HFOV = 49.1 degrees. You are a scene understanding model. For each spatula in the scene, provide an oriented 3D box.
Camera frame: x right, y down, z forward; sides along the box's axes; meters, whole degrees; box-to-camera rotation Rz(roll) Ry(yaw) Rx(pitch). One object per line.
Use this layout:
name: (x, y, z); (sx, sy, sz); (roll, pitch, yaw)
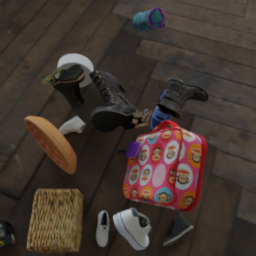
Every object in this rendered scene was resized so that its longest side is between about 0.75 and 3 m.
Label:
spatula: (-0.046, 0.795, 9.658); (0.196, 1.903, 0.538); (21, 75, -15)

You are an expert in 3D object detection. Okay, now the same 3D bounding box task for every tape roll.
tape roll: (-2.207, -2.345, 11.684); (1.497, 1.497, 0.523); (-2, 56, -1)

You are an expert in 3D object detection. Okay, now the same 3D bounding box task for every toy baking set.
toy baking set: (0.502, -0.330, 9.673); (0.781, 0.599, 0.091); (-8, 16, -17)

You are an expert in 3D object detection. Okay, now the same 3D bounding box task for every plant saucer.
plant saucer: (-2.522, 0.529, 9.400); (2.405, 2.405, 0.450); (39, 65, 20)

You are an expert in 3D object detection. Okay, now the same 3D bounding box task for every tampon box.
tampon box: (-4.189, 3.421, 8.741); (0.984, 0.738, 0.621); (-20, 61, -12)

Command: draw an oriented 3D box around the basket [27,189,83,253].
basket: (-2.164, 2.872, 8.658); (1.348, 1.292, 1.810); (-1, 64, 1)

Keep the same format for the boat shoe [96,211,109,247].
boat shoe: (-0.799, 3.172, 8.855); (0.394, 0.350, 1.071); (5, 60, -21)

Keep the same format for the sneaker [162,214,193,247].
sneaker: (1.467, 3.301, 9.047); (1.166, 0.436, 0.619); (-24, 56, -23)

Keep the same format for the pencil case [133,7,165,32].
pencil case: (0.817, -4.336, 11.300); (0.843, 0.776, 1.825); (-35, 24, -8)

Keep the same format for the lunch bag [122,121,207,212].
lunch bag: (1.007, 1.064, 8.592); (1.204, 2.940, 2.590); (17, 76, -25)

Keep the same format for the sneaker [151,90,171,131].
sneaker: (1.415, -0.766, 10.721); (0.768, 0.855, 2.078); (27, 93, 19)

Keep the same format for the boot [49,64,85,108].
boot: (-1.918, -1.449, 10.518); (0.893, 1.596, 2.307); (-47, 29, -20)

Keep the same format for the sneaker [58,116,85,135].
sneaker: (-2.180, 0.045, 10.950); (0.620, 0.395, 1.073); (38, 65, 23)

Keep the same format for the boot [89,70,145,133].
boot: (-0.788, -1.107, 10.203); (0.994, 2.872, 2.500); (-42, 67, 25)

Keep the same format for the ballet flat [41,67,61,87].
ballet flat: (-2.646, -1.789, 9.873); (0.892, 0.315, 0.315); (-40, 66, -3)

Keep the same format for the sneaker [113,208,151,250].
sneaker: (0.322, 2.984, 8.176); (0.757, 2.140, 0.781); (-25, 50, 6)

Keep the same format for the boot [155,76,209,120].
boot: (1.865, -0.891, 9.649); (1.758, 0.609, 1.531); (23, 55, -2)
